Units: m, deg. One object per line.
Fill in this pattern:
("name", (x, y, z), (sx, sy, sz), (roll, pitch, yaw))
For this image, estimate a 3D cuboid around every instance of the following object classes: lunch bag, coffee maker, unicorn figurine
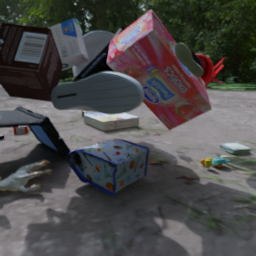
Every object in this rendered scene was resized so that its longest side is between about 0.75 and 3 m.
("lunch bag", (-0.595, 0.961, 7.968), (1.838, 1.138, 1.562), (19, 22, 33))
("coffee maker", (-0.372, -1.965, 9.737), (2.748, 1.851, 2.640), (-49, 14, -10))
("unicorn figurine", (-2.919, 1.343, 7.537), (1.328, 0.714, 1.934), (-8, -2, 8))

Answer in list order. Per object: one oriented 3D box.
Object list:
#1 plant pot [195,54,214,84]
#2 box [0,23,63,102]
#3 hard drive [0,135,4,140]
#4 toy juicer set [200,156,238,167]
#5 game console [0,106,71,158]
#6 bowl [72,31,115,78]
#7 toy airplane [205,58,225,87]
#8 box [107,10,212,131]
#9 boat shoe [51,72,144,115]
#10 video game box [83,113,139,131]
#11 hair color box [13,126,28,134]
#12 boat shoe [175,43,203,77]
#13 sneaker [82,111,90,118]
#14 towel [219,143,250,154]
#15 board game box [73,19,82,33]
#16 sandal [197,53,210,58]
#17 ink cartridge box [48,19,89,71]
("plant pot", (2.508, -2.205, 10.339), (1.208, 1.208, 1.069), (3, 25, 11))
("box", (-2.623, -1.661, 7.382), (1.299, 1.313, 1.582), (7, -23, 1))
("hard drive", (-6.145, 0.428, 12.232), (1.135, 0.187, 0.792), (6, 14, 23))
("toy juicer set", (2.921, 1.120, 9.183), (1.157, 0.315, 0.736), (-8, -2, -14))
("game console", (-3.814, 0.227, 9.891), (1.732, 2.618, 2.976), (-41, 33, -23))
("bowl", (-1.080, -2.254, 11.169), (2.836, 2.836, 1.275), (-9, -3, -33))
("toy airplane", (3.063, -1.899, 11.040), (0.458, 2.492, 2.492), (39, 6, -13))
("box", (0.931, -1.523, 8.020), (1.531, 2.984, 1.412), (-29, 35, 26))
("boat shoe", (-0.694, -0.869, 7.008), (2.729, 0.984, 0.968), (5, 10, 33))
("video game box", (-0.944, -0.427, 15.083), (2.159, 0.555, 2.370), (-6, 14, -32))
("hair color box", (-5.262, -0.010, 13.712), (0.641, 0.369, 1.155), (-5, 13, -20))
("boat shoe", (1.468, -1.646, 6.661), (0.355, 0.950, 0.315), (-39, 11, 37))
("sneaker", (-2.521, -0.781, 17.108), (0.409, 0.381, 1.031), (1, 16, -39))
("towel", (4.066, 0.789, 10.670), (0.782, 0.220, 0.914), (-1, 13, -15))
("board game box", (-2.066, -3.415, 10.858), (0.224, 1.223, 0.925), (9, -12, 3))
("sandal", (3.146, -3.055, 11.978), (0.222, 0.309, 0.779), (37, 1, -40))
("ink cartridge box", (-2.497, -2.492, 9.133), (2.128, 1.236, 0.716), (-16, -8, 10))
